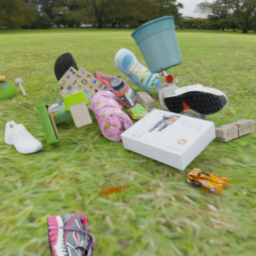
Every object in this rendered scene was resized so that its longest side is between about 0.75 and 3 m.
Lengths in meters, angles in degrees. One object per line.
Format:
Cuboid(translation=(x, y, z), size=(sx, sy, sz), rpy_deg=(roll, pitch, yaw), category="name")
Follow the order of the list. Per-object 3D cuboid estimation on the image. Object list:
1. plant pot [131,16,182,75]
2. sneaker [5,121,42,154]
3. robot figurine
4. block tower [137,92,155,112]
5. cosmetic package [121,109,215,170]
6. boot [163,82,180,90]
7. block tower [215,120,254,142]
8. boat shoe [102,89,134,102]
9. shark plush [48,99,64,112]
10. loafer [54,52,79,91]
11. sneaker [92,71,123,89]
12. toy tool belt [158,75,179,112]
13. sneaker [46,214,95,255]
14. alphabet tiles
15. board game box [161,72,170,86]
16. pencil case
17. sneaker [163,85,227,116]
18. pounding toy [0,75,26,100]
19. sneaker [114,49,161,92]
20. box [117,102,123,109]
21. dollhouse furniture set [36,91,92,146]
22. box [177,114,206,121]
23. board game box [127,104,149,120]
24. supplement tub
Cuboid(translation=(1.303, -3.321, 11.645), size=(1.893, 1.854, 1.893), rpy_deg=(-20, 3, 1), category="plant pot")
Cuboid(translation=(-3.578, 0.319, 9.345), size=(1.843, 0.738, 0.648), rpy_deg=(19, 28, 33), category="sneaker")
Cuboid(translation=(2.062, 1.382, 7.459), size=(1.048, 0.305, 0.760), rpy_deg=(17, 27, 33), category="robot figurine")
Cuboid(translation=(0.814, -1.261, 13.212), size=(0.447, 0.479, 1.656), rpy_deg=(-6, 26, -12), category="block tower")
Cuboid(translation=(1.207, 0.252, 8.723), size=(2.335, 0.603, 1.760), rpy_deg=(17, 45, 43), category="cosmetic package")
Cuboid(translation=(2.479, -2.135, 14.980), size=(1.281, 0.612, 0.471), rpy_deg=(-6, 25, -14), category="boot")
Cuboid(translation=(3.824, 0.076, 10.110), size=(1.648, 0.445, 0.476), rpy_deg=(-14, 14, -29), category="block tower")
Cuboid(translation=(-0.650, -1.399, 12.888), size=(1.964, 0.674, 0.826), rpy_deg=(-2, -9, -9), category="boat shoe")
Cuboid(translation=(-2.790, -0.706, 12.313), size=(1.368, 0.622, 0.570), rpy_deg=(24, 48, 3), category="shark plush")
Cuboid(translation=(-2.594, -2.071, 12.708), size=(1.043, 2.859, 1.020), rpy_deg=(-18, -19, 11), category="loafer")
Cuboid(translation=(-1.046, -2.301, 14.831), size=(1.445, 1.045, 2.957), rpy_deg=(-9, 28, -19), category="sneaker")
Cuboid(translation=(1.691, -1.473, 12.128), size=(0.978, 1.566, 0.962), rpy_deg=(-14, 8, -16), category="toy tool belt")
Cuboid(translation=(-0.930, 2.210, 4.927), size=(0.803, 0.867, 2.150), rpy_deg=(-7, 24, -20), category="sneaker")
Cuboid(translation=(-1.914, -1.612, 11.889), size=(1.620, 1.947, 0.062), rpy_deg=(-57, 16, -24), category="alphabet tiles")
Cuboid(translation=(1.971, -2.054, 13.982), size=(0.176, 1.359, 1.359), rpy_deg=(-18, 23, 6), category="board game box")
Cuboid(translation=(-0.695, -0.525, 10.686), size=(1.196, 1.144, 2.764), rpy_deg=(4, 22, -16), category="pencil case")
Cuboid(translation=(2.597, -1.208, 10.300), size=(1.361, 1.025, 2.911), rpy_deg=(-39, 18, -23), category="sneaker")
Cuboid(translation=(-6.392, -2.232, 14.406), size=(1.986, 0.922, 1.533), rpy_deg=(-11, 42, -24), category="pounding toy")
Cuboid(translation=(0.653, -2.829, 14.179), size=(1.909, 1.163, 2.924), rpy_deg=(31, -1, 32), category="sneaker")
Cuboid(translation=(-0.433, -1.106, 13.312), size=(0.829, 0.108, 1.015), rpy_deg=(15, 27, 30), category="box")
Cuboid(translation=(-2.176, -0.229, 10.224), size=(1.715, 1.314, 2.618), rpy_deg=(-20, -1, -12), category="dollhouse furniture set")
Cuboid(translation=(2.090, -0.129, 10.221), size=(1.504, 0.363, 1.191), rpy_deg=(-1, 28, 8), category="box")
Cuboid(translation=(0.380, -0.741, 12.215), size=(0.786, 0.247, 1.645), rpy_deg=(3, 24, -17), category="board game box")
Cuboid(translation=(-0.179, -1.361, 11.094), size=(0.683, 1.276, 0.683), rpy_deg=(-19, 44, 19), category="supplement tub")
